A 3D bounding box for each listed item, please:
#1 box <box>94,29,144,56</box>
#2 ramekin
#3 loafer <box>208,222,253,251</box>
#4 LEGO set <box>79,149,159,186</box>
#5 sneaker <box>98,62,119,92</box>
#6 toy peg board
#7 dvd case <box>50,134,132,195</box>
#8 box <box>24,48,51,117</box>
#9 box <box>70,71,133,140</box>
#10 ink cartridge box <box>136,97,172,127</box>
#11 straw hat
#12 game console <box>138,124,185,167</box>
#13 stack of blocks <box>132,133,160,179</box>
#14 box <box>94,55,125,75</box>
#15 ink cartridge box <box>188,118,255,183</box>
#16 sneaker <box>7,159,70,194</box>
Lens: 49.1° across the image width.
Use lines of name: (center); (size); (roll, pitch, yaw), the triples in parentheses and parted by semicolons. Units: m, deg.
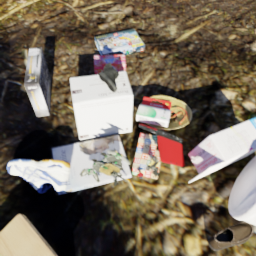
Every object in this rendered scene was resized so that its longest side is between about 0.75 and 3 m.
box: (-0.451, -4.270, 14.308); (2.199, 0.414, 1.502); (-16, 53, -12)
ramekin: (4.088, 1.906, 8.331); (1.078, 2.314, 2.314); (31, 57, 5)
loafer: (3.122, 3.210, 8.322); (1.497, 0.534, 0.546); (-19, 54, -15)
LEGO set: (-0.263, 1.179, 9.101); (2.535, 1.646, 0.718); (7, 44, -13)
sneaker: (-0.556, -1.760, 9.665); (0.666, 0.383, 1.277); (-29, 53, -19)
toy peg board: (-2.797, 4.170, 7.357); (2.538, 1.241, 2.527); (37, 76, 27)
dvd case: (-1.373, 1.230, 10.077); (2.664, 0.234, 1.900); (-12, 53, -9)
box: (-3.670, -1.896, 11.553); (0.552, 1.807, 2.282); (-6, 52, -5)
box: (-0.966, -0.796, 10.473); (2.093, 2.104, 1.375); (-9, 52, -9)
ink cartridge box: (1.009, -0.716, 10.443); (1.164, 0.362, 1.446); (12, 48, 8)
straw hat: (1.386, -0.312, 10.875); (2.026, 0.857, 2.026); (1, 46, -1)
game console: (1.195, 0.626, 9.938); (1.432, 1.661, 0.986); (20, 90, 41)
stack of blocks: (0.734, 0.992, 10.118); (0.903, 0.460, 1.569); (9, 52, 7)
box: (-0.850, -2.894, 13.029); (1.448, 0.722, 0.691); (-2, 52, -2)
ink cartridge box: (3.171, 0.722, 9.291); (2.812, 1.619, 0.954); (-19, 69, -23)
sneaker: (-3.073, 1.607, 9.249); (2.411, 0.908, 1.063); (-2, 76, 23)
